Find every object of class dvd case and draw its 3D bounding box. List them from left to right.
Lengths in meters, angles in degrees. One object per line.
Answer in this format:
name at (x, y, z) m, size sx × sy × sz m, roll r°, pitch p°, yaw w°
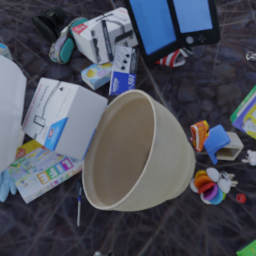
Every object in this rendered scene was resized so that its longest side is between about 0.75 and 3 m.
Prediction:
dvd case at (-0.860, -2.683, 9.013) m, size 0.202 × 1.634 × 1.228 m, roll -15°, pitch 103°, yaw -16°

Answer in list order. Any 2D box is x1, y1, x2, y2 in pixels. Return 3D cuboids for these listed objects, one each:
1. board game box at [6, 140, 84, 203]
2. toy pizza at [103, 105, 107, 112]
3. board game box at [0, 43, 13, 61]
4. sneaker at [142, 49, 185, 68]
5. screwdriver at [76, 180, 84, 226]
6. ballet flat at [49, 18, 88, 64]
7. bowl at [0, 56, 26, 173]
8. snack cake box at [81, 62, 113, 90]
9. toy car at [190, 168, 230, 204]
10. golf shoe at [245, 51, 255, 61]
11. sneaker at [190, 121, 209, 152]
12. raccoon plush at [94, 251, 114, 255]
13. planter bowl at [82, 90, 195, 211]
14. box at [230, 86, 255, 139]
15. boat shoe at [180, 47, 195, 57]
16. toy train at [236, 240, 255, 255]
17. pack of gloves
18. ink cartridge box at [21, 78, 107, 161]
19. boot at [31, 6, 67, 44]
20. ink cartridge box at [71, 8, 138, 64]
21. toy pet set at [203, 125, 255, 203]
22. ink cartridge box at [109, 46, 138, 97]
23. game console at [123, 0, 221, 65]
board game box at (-2.392, 0.953, 8.552) m, size 2.369 × 0.405 × 1.593 m, roll -31°, pitch 64°, yaw -22°
toy pizza at (-1.619, -0.242, 8.504) m, size 2.143 × 0.339 × 2.143 m, roll -12°, pitch 50°, yaw 15°
board game box at (-5.930, -2.483, 10.609) m, size 1.730 × 0.754 × 2.345 m, roll 30°, pitch 62°, yaw 17°
sneaker at (1.833, -3.508, 11.089) m, size 1.580 × 1.000 × 2.809 m, roll 23°, pitch 67°, yaw 17°
screwdriver at (-1.308, 2.018, 7.368) m, size 0.209 × 1.436 × 0.200 m, roll -6°, pitch 24°, yaw -41°
ballet flat at (-2.445, -3.572, 11.259) m, size 0.908 × 0.908 × 2.524 m, roll 17°, pitch 59°, yaw 10°
bowl at (-3.461, -0.295, 7.609) m, size 1.040 × 2.786 × 2.783 m, roll 9°, pitch 36°, yaw -22°
snack cake box at (-1.019, -2.071, 10.525) m, size 1.291 × 0.434 × 0.742 m, roll -38°, pitch 64°, yaw -21°
toy car at (2.115, 1.593, 7.316) m, size 0.947 × 0.829 × 0.710 m, roll 47°, pitch 27°, yaw 3°
golf shoe at (5.073, -2.833, 11.136) m, size 0.763 × 0.294 × 0.336 m, roll 1°, pitch 76°, yaw 6°
sneaker at (1.993, 0.286, 7.650) m, size 0.504 × 1.307 × 0.477 m, roll -22°, pitch 61°, yaw -3°
raccoon plush at (-0.586, 3.541, 7.080) m, size 0.582 × 0.420 × 0.869 m, roll -23°, pitch 61°, yaw -5°
planter bowl at (0.365, 0.680, 6.347) m, size 1.746 × 2.594 × 2.594 m, roll 24°, pitch 52°, yaw -32°
box at (4.681, -0.090, 8.282) m, size 2.759 × 1.618 × 0.667 m, roll 29°, pitch 29°, yaw -1°
boat shoe at (1.894, -2.954, 9.711) m, size 0.429 × 1.266 × 0.454 m, roll -1°, pitch 59°, yaw 46°
toy train at (3.881, 2.894, 7.381) m, size 2.350 × 0.490 × 0.663 m, roll -27°, pitch 65°, yaw -15°
pack of gloves at (-4.492, 1.112, 8.637) m, size 2.260 × 0.531 × 2.690 m, roll 5°, pitch 57°, yaw -14°
ink cartridge box at (-1.754, -0.304, 7.276) m, size 2.238 × 0.944 × 1.634 m, roll 18°, pitch 86°, yaw 49°
boot at (-3.117, -4.431, 11.853) m, size 1.344 × 0.676 × 1.798 m, roll -32°, pitch 66°, yaw -22°
ink cartridge box at (-0.707, -3.647, 10.894) m, size 2.391 × 1.001 × 1.725 m, roll -29°, pitch 43°, yaw -17°
toy pet set at (2.835, 0.789, 7.801) m, size 1.071 × 2.017 × 1.883 m, roll 5°, pitch 41°, yaw -16°
ink cartridge box at (-0.129, -1.731, 8.721) m, size 0.729 × 0.343 × 1.551 m, roll 7°, pitch 80°, yaw -8°
game console at (1.351, -3.253, 8.239) m, size 2.135 × 2.428 × 1.413 m, roll 6°, pitch 43°, yaw 37°
